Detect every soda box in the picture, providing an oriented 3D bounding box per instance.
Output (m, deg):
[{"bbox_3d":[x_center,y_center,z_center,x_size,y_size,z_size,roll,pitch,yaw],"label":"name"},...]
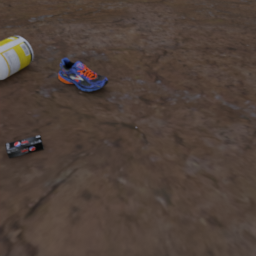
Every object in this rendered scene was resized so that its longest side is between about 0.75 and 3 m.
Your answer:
[{"bbox_3d":[-2.996,0.546,8.132,0.994,0.352,0.315,-14,47,-17],"label":"soda box"}]

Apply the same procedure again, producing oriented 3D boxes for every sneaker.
[{"bbox_3d":[-1.852,-2.094,11.009,2.378,0.933,0.896,19,43,22],"label":"sneaker"}]

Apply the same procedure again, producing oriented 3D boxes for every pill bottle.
[{"bbox_3d":[-5.181,-2.805,11.580,1.326,1.326,2.367,17,41,20],"label":"pill bottle"}]
